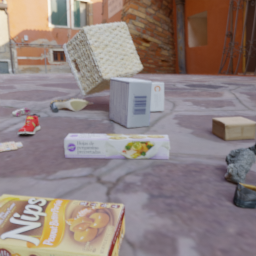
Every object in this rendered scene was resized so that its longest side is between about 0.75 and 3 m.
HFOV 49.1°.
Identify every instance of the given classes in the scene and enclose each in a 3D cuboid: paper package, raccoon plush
[{"bbox_3d":[3.575,0.002,9.560,1.131,0.585,1.078,-3,14,-8],"label":"paper package"},{"bbox_3d":[2.520,0.679,6.013,0.572,1.183,0.793,32,19,5],"label":"raccoon plush"}]

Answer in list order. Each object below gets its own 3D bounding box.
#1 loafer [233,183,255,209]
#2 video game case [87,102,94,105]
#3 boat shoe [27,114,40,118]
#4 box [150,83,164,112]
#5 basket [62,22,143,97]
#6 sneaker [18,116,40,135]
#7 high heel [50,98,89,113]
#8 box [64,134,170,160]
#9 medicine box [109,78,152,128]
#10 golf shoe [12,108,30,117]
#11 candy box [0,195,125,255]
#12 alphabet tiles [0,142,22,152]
[{"bbox_3d":[2.491,1.206,5.050,1.132,0.409,0.412,0,13,-3],"label":"loafer"},{"bbox_3d":[-2.612,-1.401,16.275,0.729,0.091,1.019,9,17,35],"label":"video game case"},{"bbox_3d":[-4.182,-0.529,12.427,0.281,0.239,0.840,5,15,20],"label":"boat shoe"},{"bbox_3d":[0.558,-1.530,13.940,2.245,1.396,1.094,-3,11,-14],"label":"box"},{"bbox_3d":[-1.187,-3.418,13.893,2.824,2.799,2.271,-23,2,-39],"label":"basket"},{"bbox_3d":[-3.547,-0.110,9.956,0.551,0.608,1.432,-1,14,-3],"label":"sneaker"},{"bbox_3d":[-3.066,-1.290,14.475,1.908,0.681,1.360,-14,24,-17],"label":"high heel"},{"bbox_3d":[-0.288,0.501,7.609,2.804,0.543,0.581,1,14,3],"label":"box"},{"bbox_3d":[0.027,-1.081,11.383,1.004,1.776,1.950,-4,15,-25],"label":"medicine box"},{"bbox_3d":[-5.035,-0.754,13.184,0.412,0.339,0.900,3,13,25],"label":"golf shoe"},{"bbox_3d":[-1.088,1.451,3.767,1.942,0.537,1.121,3,15,9],"label":"candy box"},{"bbox_3d":[-3.618,0.567,8.371,0.834,0.061,0.816,-8,15,-28],"label":"alphabet tiles"}]
